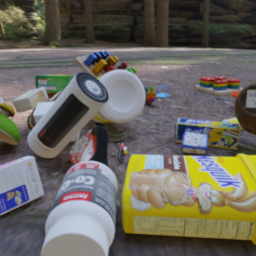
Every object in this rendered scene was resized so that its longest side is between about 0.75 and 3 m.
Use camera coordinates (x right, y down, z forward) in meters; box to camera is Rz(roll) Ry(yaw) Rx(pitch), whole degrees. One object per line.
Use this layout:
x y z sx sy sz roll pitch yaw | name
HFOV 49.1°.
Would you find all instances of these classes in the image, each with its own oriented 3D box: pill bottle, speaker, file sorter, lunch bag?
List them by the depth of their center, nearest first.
-0.713 1.391 4.504 1.037 1.037 1.821 0 20 0 | pill bottle
-1.579 -0.245 7.131 0.979 2.411 0.979 33 33 -25 | speaker
1.872 0.464 7.901 0.704 0.513 0.828 6 14 13 | lunch bag
-0.700 -0.986 9.672 1.623 1.623 2.886 -8 5 -22 | pill bottle
1.745 -1.848 14.299 0.550 0.486 0.792 9 21 21 | file sorter

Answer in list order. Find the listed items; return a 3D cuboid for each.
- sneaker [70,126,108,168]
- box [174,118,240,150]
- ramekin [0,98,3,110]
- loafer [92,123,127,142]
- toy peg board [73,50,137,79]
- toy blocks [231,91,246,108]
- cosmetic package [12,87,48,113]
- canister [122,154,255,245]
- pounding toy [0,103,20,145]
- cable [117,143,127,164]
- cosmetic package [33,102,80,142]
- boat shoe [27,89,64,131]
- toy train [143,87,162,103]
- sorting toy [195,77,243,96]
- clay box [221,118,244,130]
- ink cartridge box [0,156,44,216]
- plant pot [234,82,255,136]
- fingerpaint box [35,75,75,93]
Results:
-1.002 0.856 6.768 0.980 0.610 1.828 -33 36 32 | sneaker
2.366 0.156 8.515 1.848 0.647 0.594 6 20 16 | box
-5.351 -0.613 10.465 1.368 0.718 1.368 -1 23 0 | ramekin
-0.649 0.103 8.952 1.303 0.454 0.490 10 22 26 | loafer
-0.912 -3.043 14.276 2.635 1.294 2.646 47 26 -1 | toy peg board
5.553 -1.337 12.170 2.241 0.977 2.689 -4 20 -11 | toy blocks
-3.204 -0.933 9.248 0.626 0.423 1.189 -10 22 15 | cosmetic package
1.204 1.188 5.122 2.466 1.067 1.831 1 20 6 | canister
-3.765 -0.415 7.950 1.563 2.025 0.940 9 62 37 | pounding toy
-0.170 0.649 7.585 0.204 0.395 0.812 -25 15 10 | cable
-2.084 -0.174 8.353 1.090 1.094 0.672 -4 38 3 | cosmetic package
-2.851 -0.485 10.215 1.034 1.032 2.796 -28 13 27 | boat shoe
1.108 -1.502 12.483 0.559 0.764 1.320 -8 4 -32 | toy train
5.116 -2.404 15.519 1.957 0.685 1.969 -10 22 -25 | sorting toy
3.879 -0.138 9.908 1.075 0.256 0.618 -10 22 -24 | clay box
-2.500 1.212 5.210 0.331 0.844 1.782 -2 14 44 | ink cartridge box
3.548 -0.610 7.503 1.621 1.621 1.734 13 2 32 | plant pot
-3.235 -2.316 14.586 2.422 0.888 2.021 3 11 9 | fingerpaint box
